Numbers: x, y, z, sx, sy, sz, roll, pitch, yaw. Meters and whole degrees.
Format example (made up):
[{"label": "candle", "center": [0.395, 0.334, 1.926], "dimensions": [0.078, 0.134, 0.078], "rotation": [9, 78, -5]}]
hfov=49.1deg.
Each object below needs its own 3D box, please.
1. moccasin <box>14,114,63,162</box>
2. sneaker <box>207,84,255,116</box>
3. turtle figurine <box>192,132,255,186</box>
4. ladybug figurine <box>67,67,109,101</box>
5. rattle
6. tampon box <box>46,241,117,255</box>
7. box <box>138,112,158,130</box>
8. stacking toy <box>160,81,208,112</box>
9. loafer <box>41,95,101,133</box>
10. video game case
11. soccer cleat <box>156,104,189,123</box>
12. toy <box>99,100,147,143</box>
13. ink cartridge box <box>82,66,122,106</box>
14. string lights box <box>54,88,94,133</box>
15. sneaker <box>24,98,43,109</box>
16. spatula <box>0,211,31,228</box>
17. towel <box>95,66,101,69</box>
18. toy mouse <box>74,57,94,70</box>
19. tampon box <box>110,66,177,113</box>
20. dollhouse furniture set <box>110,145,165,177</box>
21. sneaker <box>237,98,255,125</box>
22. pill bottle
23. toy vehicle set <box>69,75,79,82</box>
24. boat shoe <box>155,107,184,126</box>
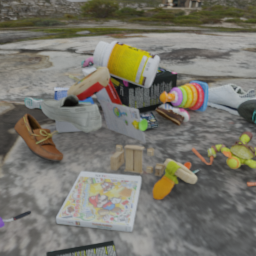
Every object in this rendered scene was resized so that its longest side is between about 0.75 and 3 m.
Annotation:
[{"label": "moccasin", "center": [-2.714, 0.294, 8.759], "dimensions": [2.177, 0.841, 0.796], "rotation": [39, 10, 36]}, {"label": "sneaker", "center": [4.299, -1.469, 12.520], "dimensions": [1.085, 1.143, 2.840], "rotation": [-23, 32, -36]}, {"label": "turtle figurine", "center": [3.310, 0.706, 8.338], "dimensions": [2.413, 0.777, 1.946], "rotation": [21, 32, 37]}, {"label": "ladybug figurine", "center": [-1.367, -1.472, 9.827], "dimensions": [1.765, 0.635, 1.198], "rotation": [-28, 21, 18]}, {"label": "rattle", "center": [1.320, 1.419, 7.546], "dimensions": [0.966, 1.059, 1.483], "rotation": [16, 0, 15]}, {"label": "tampon box", "center": [-0.716, 2.474, 4.532], "dimensions": [1.131, 0.848, 0.714], "rotation": [-5, 26, -11]}, {"label": "box", "center": [0.469, -0.225, 10.714], "dimensions": [1.191, 0.274, 0.947], "rotation": [-11, 27, -6]}, {"label": "stacking toy", "center": [2.183, -1.281, 11.683], "dimensions": [2.147, 1.246, 1.178], "rotation": [-7, 18, -29]}, {"label": "loafer", "center": [-1.860, -0.634, 8.962], "dimensions": [2.642, 0.922, 0.924], "rotation": [18, 26, 34]}, {"label": "video game case", "center": [-0.616, 1.715, 6.880], "dimensions": [1.699, 0.214, 1.867], "rotation": [3, 26, 8]}, {"label": "soccer cleat", "center": [1.747, -0.521, 11.294], "dimensions": [0.712, 0.576, 1.649], "rotation": [-23, 28, -22]}, {"label": "toy", "center": [-0.096, -0.345, 9.688], "dimensions": [0.504, 1.229, 2.134], "rotation": [-30, 30, -27]}, {"label": "ink cartridge box", "center": [-1.093, -1.623, 12.022], "dimensions": [0.625, 1.782, 2.192], "rotation": [-30, 32, -8]}, {"label": "string lights box", "center": [-2.221, -0.857, 11.453], "dimensions": [1.506, 0.864, 2.931], "rotation": [-3, 25, -14]}, {"label": "sneaker", "center": [-4.075, -1.100, 12.654], "dimensions": [1.276, 0.495, 0.582], "rotation": [13, 13, 18]}, {"label": "spatula", "center": [-2.469, 1.925, 5.878], "dimensions": [0.884, 0.250, 0.091], "rotation": [-18, 24, -5]}, {"label": "towel", "center": [-0.577, -2.682, 12.369], "dimensions": [1.609, 0.294, 1.194], "rotation": [-15, 21, -29]}, {"label": "toy mouse", "center": [-1.736, -2.949, 12.565], "dimensions": [1.505, 0.328, 1.693], "rotation": [-16, 11, -4]}, {"label": "tampon box", "center": [0.654, -1.773, 12.637], "dimensions": [2.480, 1.565, 1.858], "rotation": [-13, 28, -25]}, {"label": "dollhouse furniture set", "center": [0.296, 0.820, 7.801], "dimensions": [1.448, 0.750, 0.641], "rotation": [6, 18, 20]}, {"label": "sneaker", "center": [5.166, -0.298, 10.196], "dimensions": [1.311, 1.115, 2.875], "rotation": [-22, 32, -32]}, {"label": "pill bottle", "center": [-0.084, -2.497, 10.752], "dimensions": [2.370, 1.295, 1.295], "rotation": [21, 28, 5]}, {"label": "toy vehicle set", "center": [-2.087, -2.015, 12.209], "dimensions": [0.940, 0.125, 0.584], "rotation": [26, 2, -33]}, {"label": "boat shoe", "center": [1.615, -0.508, 10.779], "dimensions": [1.165, 0.410, 0.410], "rotation": [32, 78, 23]}]
